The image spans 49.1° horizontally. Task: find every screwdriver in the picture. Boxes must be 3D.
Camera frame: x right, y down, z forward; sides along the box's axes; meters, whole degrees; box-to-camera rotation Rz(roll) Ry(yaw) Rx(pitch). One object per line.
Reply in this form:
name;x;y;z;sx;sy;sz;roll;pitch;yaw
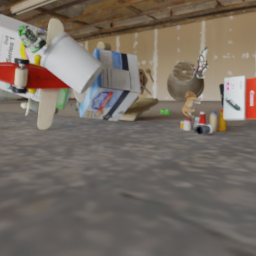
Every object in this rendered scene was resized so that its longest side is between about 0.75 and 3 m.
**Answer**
screwdriver;0.034;-2.041;10.310;2.663;0.371;0.387;51;8;34

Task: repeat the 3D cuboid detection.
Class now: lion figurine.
lion figurine;2.090;-0.792;9.569;0.641;1.047;0.379;18;-25;32

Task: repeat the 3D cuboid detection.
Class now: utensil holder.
utensil holder;-1.468;-1.711;7.538;1.304;1.109;1.109;38;6;-4

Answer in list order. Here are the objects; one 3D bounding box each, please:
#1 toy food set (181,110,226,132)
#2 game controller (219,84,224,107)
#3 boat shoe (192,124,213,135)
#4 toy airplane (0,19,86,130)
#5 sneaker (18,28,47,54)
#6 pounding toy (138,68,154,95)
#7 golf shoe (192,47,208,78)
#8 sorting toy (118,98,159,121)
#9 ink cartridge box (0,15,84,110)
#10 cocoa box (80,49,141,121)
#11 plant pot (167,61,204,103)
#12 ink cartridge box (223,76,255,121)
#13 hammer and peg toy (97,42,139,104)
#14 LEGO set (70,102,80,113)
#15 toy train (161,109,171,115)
toy food set;2.264;-0.239;8.617;1.393;0.627;0.665;4;8;29
game controller;3.539;-1.150;10.263;0.199;0.946;0.493;-16;24;1
boat shoe;1.915;0.063;7.477;0.283;0.299;0.854;-10;5;-17
toy airplane;-2.404;-1.546;8.334;2.506;2.495;1.768;-46;40;-16
sneaker;-2.450;-2.206;7.007;1.131;0.482;0.441;28;67;39
pounding toy;0.540;-1.965;11.288;0.756;1.317;0.753;2;-27;42
golf shoe;2.494;-2.155;9.314;0.450;1.022;0.395;21;14;10
sorting toy;-0.144;-0.859;12.969;2.651;0.355;1.975;6;31;40
ink cartridge box;-3.244;-2.182;9.471;2.940;2.129;1.234;18;29;-9
cocoa box;-0.737;-1.396;9.751;1.485;1.509;2.263;4;-24;-23
plant pot;2.119;-1.843;10.480;1.444;1.444;1.253;2;-17;15
ink cartridge box;2.990;-0.768;7.211;0.978;1.126;0.245;-1;-9;35
hammer and peg toy;-0.795;-2.012;11.770;0.981;2.781;2.046;-9;-12;-46
LEGO set;-2.506;-1.015;16.077;1.397;0.610;2.151;6;-4;30
toy train;2.059;-0.870;15.238;0.206;0.278;0.987;-3;7;-22
